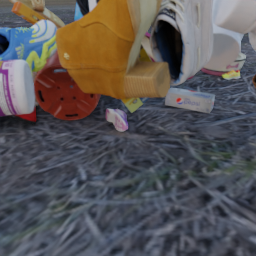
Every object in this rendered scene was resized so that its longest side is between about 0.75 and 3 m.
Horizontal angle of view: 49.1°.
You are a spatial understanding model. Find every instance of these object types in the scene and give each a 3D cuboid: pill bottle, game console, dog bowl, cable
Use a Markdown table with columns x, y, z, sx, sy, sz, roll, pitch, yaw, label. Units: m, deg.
| x | y | z | sx | sy | sz | roll | pitch | yaw | label |
| --- | --- | --- | --- | --- | --- | --- | --- | --- | --- |
| -2.858 | -0.711 | 5.344 | 1.909 | 1.072 | 1.072 | -6 | 29 | -9 | pill bottle |
| -4.134 | -0.468 | 8.918 | 1.952 | 1.344 | 2.265 | 22 | 18 | -30 | game console |
| 4.323 | -3.045 | 13.056 | 2.101 | 0.775 | 2.101 | 0 | 28 | 0 | dog bowl |
| 2.568 | -3.194 | 8.271 | 1.572 | 1.572 | 2.751 | 6 | 59 | 10 | pill bottle |
| -0.833 | -3.018 | 6.749 | 0.348 | 1.371 | 1.118 | -9 | -8 | 29 | cable |
| 3.031 | -1.858 | 4.466 | 2.978 | 1.782 | 1.782 | 15 | 28 | -5 | pill bottle |

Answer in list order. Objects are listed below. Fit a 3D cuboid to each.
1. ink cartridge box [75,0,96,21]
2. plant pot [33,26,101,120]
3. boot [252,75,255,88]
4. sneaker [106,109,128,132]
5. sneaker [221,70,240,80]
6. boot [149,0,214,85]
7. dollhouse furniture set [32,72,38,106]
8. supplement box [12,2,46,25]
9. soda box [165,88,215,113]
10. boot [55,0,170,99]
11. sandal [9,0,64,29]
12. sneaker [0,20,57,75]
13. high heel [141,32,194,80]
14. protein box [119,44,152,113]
| x | y | z | sx | sy | sz | roll | pitch | yaw | label |
| --- | --- | --- | --- | --- | --- | --- | --- | --- | --- |
| -0.351 | -4.045 | 8.157 | 0.980 | 1.702 | 2.938 | 5 | 5 | -40 | ink cartridge box |
| -1.776 | -1.686 | 9.082 | 2.563 | 2.563 | 2.492 | 1 | 37 | 2 | plant pot |
| 3.563 | -1.453 | 6.459 | 1.167 | 1.504 | 0.577 | -2 | 58 | -54 | boot |
| -0.232 | -0.286 | 8.368 | 0.514 | 0.467 | 1.162 | -6 | 27 | -27 | sneaker |
| 4.451 | -2.335 | 12.147 | 0.874 | 0.395 | 0.342 | -10 | 32 | -15 | sneaker |
| 0.794 | -1.868 | 4.231 | 0.885 | 2.407 | 1.151 | 5 | 34 | 34 | boot |
| -3.117 | -1.594 | 9.035 | 1.235 | 1.449 | 0.707 | 24 | 16 | -34 | dollhouse furniture set |
| -2.878 | -3.287 | 8.189 | 0.921 | 0.307 | 0.317 | 25 | -5 | -43 | supplement box |
| 2.084 | -0.955 | 9.505 | 1.557 | 0.494 | 0.531 | 14 | 31 | 23 | soda box |
| -0.432 | -1.566 | 4.189 | 1.864 | 2.604 | 0.916 | 10 | 40 | 31 | boot |
| -3.007 | -4.285 | 9.440 | 2.564 | 0.843 | 0.940 | 21 | 36 | -53 | sandal |
| -2.399 | -2.018 | 6.549 | 0.922 | 1.279 | 2.434 | 4 | 57 | 12 | sneaker |
| 0.777 | -2.088 | 7.669 | 1.110 | 0.779 | 2.314 | 0 | 44 | -52 | high heel |
| -0.207 | -1.459 | 6.350 | 1.026 | 1.520 | 1.509 | -40 | 43 | 2 | protein box |
